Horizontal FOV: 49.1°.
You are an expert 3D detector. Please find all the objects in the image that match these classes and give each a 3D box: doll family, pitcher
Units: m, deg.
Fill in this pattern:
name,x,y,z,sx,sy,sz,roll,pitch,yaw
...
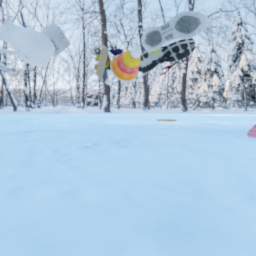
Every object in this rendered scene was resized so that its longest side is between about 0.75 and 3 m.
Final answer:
name,x,y,z,sx,sy,sz,roll,pitch,yaw
doll family,-0.739,-3.622,14.883,2.406,1.390,0.944,-18,-26,-25
pitcher,-3.278,-2.517,8.642,1.685,1.446,1.022,31,-37,-10

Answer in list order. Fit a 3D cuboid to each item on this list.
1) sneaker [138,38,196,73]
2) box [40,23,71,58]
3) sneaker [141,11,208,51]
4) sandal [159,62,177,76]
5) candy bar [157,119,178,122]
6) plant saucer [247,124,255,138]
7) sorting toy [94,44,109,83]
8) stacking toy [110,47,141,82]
name,x,y,z,sx,sy,sz,roll,pitch,yaw
sneaker,1.503,-3.281,12.077,2.750,1.059,1.168,-18,20,10
box,-2.789,-3.285,10.472,0.723,0.844,0.840,39,-13,42
sneaker,1.354,-2.855,8.171,1.925,0.750,0.956,-13,15,19
sandal,1.452,-2.217,10.359,0.864,0.195,0.324,-41,7,-8
candy bar,2.506,-0.482,18.005,1.405,0.156,0.350,2,4,13
plant saucer,4.007,0.085,7.583,1.456,0.369,1.456,1,4,0
sorting toy,-0.810,-2.015,8.576,0.183,1.019,1.368,5,21,-18
stacking toy,0.080,-2.183,8.988,1.001,1.001,1.371,-2,-16,-23
